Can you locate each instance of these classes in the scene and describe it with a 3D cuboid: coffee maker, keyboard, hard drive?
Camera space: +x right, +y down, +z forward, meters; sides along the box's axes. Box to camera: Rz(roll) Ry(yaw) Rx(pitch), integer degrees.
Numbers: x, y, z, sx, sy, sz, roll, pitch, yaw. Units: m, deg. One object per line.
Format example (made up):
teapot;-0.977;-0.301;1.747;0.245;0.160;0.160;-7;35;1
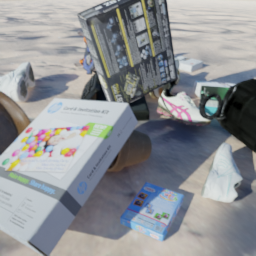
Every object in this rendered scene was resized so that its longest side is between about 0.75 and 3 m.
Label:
coffee maker;3.534;0.154;6.551;2.698;1.892;2.809;-16;33;-11
keyboard;-1.355;-1.601;9.859;1.312;0.499;2.520;-43;21;12
hard drive;-0.265;-0.961;9.777;1.711;0.403;2.452;-2;30;-4

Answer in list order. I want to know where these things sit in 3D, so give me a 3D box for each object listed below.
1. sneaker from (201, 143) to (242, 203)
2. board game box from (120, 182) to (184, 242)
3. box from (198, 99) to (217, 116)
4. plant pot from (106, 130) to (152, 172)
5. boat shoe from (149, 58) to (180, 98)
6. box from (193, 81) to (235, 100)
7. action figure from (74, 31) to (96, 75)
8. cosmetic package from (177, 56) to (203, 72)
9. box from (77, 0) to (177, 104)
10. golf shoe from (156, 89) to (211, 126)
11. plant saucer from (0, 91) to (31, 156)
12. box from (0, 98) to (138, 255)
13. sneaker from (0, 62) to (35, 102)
sneaker;2.170;1.011;6.278;0.708;0.621;1.766;19;41;17
board game box;0.498;1.602;5.538;0.871;0.211;1.151;15;33;24
box;3.179;-0.589;9.115;1.733;0.426;0.713;8;31;14
plant pot;-0.023;0.445;6.768;1.039;1.192;1.192;2;26;-29
boat shoe;1.609;-1.924;10.706;0.777;0.849;2.271;4;48;34
box;3.698;-1.239;9.682;2.641;0.480;1.906;4;14;7
action figure;-1.291;-3.635;12.296;1.437;2.748;2.659;11;11;-46
cosmetic package;2.777;-3.105;13.577;1.315;0.340;0.991;26;42;37
box;0.153;-2.261;8.146;2.387;2.961;0.727;-30;42;-13
golf shoe;1.671;-0.624;8.510;0.696;0.883;1.917;-8;25;-45
plant saucer;-3.311;0.451;5.571;2.950;2.950;0.473;-31;5;-42
box;-1.435;0.611;5.299;2.233;0.590;2.865;8;49;37
sneaker;-4.410;-1.824;10.724;1.316;1.032;2.648;-4;29;-1
